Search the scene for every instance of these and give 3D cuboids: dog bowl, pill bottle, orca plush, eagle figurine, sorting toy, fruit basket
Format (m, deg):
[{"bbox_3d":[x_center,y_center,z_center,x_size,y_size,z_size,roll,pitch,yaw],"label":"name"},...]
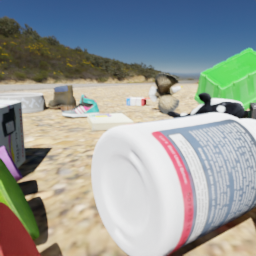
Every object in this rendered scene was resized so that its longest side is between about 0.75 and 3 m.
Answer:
[{"bbox_3d":[-5.126,-1.187,13.057,2.615,0.767,2.615,-1,11,0],"label":"dog bowl"},{"bbox_3d":[0.786,0.479,3.156,2.108,1.260,1.260,-9,14,-35],"label":"pill bottle"},{"bbox_3d":[1.873,-0.204,7.593,0.898,1.329,2.526,-37,27,-23],"label":"orca plush"},{"bbox_3d":[1.686,-1.521,12.165,1.540,1.531,2.029,38,15,5],"label":"eagle figurine"},{"bbox_3d":[-1.446,0.924,2.579,0.986,0.992,2.862,-29,23,-17],"label":"sorting toy"},{"bbox_3d":[4.094,-1.287,10.875,2.989,2.989,2.156,-5,38,-26],"label":"fruit basket"}]

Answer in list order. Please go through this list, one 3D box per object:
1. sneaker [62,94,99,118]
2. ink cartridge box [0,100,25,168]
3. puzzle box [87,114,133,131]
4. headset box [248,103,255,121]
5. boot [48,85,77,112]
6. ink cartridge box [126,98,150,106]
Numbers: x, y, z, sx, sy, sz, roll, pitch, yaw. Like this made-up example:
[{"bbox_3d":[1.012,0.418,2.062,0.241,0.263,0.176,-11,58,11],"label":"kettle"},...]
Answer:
[{"bbox_3d":[-1.854,-0.861,10.873,1.455,0.878,0.608,-3,5,-3],"label":"sneaker"},{"bbox_3d":[-2.292,0.214,4.577,0.698,1.228,1.685,-1,11,-3],"label":"ink cartridge box"},{"bbox_3d":[-0.654,-0.226,9.409,1.297,0.248,1.950,-3,11,-12],"label":"puzzle box"},{"bbox_3d":[4.551,-0.330,8.682,1.435,0.724,1.931,4,12,19],"label":"headset box"},{"bbox_3d":[-3.131,-1.464,13.266,0.929,1.205,2.486,-9,14,-38],"label":"boot"},{"bbox_3d":[0.565,-1.415,15.138,1.185,0.398,0.688,4,12,19],"label":"ink cartridge box"}]
